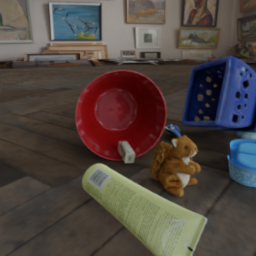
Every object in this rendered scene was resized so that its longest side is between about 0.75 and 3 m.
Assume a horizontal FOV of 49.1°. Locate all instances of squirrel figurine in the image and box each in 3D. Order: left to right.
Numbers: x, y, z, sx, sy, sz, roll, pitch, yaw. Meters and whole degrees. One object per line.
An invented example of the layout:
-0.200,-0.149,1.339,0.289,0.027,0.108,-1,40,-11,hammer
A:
1.137,0.805,7.143,1.397,1.303,0.988,19,23,40,squirrel figurine

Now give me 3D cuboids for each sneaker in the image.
1.739,0.132,10.466,0.473,0.425,1.150,-22,24,-7,sneaker

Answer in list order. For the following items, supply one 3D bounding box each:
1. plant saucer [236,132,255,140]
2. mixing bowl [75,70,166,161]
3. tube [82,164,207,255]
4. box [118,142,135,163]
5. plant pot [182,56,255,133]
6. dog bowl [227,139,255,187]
4.696,0.224,10.850,0.958,0.185,0.958,0,19,0,plant saucer
-0.303,-0.466,9.050,2.767,2.767,1.499,-3,12,-9,mixing bowl
0.135,1.523,5.303,0.721,0.806,2.778,-30,33,-30,tube
-0.065,0.738,8.584,0.292,0.351,0.853,1,20,-18,box
3.625,-1.022,10.361,2.152,2.394,2.394,13,-2,-19,plant pot
3.516,0.960,7.993,1.275,0.567,2.288,7,19,21,dog bowl
